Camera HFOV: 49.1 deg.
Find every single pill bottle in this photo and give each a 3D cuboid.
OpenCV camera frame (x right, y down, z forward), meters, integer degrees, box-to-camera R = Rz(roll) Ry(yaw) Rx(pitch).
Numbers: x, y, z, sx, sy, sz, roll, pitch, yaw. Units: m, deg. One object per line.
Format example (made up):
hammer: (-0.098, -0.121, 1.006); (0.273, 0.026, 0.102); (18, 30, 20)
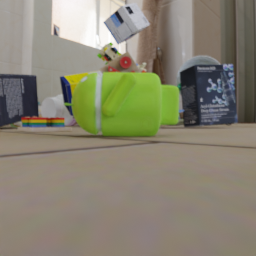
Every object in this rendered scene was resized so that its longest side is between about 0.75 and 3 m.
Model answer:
pill bottle: (-2.697, -0.821, 13.175); (1.456, 1.456, 2.593); (1, 3, 37)

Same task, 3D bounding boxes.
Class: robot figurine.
robot figurine: (-0.089, -0.356, 4.294); (1.671, 0.966, 1.466); (1, 5, -2)

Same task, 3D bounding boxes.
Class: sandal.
sandal: (2.490, -0.537, 13.685); (2.952, 0.842, 1.172); (0, 1, 1)

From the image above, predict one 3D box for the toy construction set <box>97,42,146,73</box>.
toy construction set: (-0.299, -2.401, 10.256); (1.987, 0.915, 1.303); (30, -2, 13)

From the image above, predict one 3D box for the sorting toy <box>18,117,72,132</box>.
sorting toy: (-1.903, -0.088, 6.372); (0.923, 0.323, 0.929); (-1, 1, -38)

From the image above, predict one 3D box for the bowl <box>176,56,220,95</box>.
bowl: (2.603, -1.710, 10.139); (1.695, 1.695, 0.762); (0, 9, 13)

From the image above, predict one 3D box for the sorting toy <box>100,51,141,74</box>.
sorting toy: (-0.178, -1.682, 8.762); (1.063, 1.056, 0.370); (-33, 8, 3)

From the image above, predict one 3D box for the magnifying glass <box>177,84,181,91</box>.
magnifying glass: (1.687, -1.324, 9.802); (1.362, 0.153, 0.542); (-41, 15, 1)

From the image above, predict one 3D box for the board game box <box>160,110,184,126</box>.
board game box: (0.912, -0.205, 9.007); (1.852, 0.361, 1.463); (-11, 5, 31)

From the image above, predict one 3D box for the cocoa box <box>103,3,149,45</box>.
cocoa box: (-0.032, -2.477, 6.644); (0.631, 0.641, 0.962); (-28, 13, 31)

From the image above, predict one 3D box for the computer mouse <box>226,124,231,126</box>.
computer mouse: (4.220, -0.744, 14.586); (2.482, 0.571, 1.743); (1, 28, 26)

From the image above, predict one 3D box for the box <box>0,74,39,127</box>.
box: (-4.329, -0.830, 8.186); (2.420, 1.445, 2.461); (1, 10, 13)

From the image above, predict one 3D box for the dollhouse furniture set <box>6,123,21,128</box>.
dollhouse furniture set: (-4.137, -0.064, 9.690); (0.382, 0.295, 0.763); (-8, -23, 40)

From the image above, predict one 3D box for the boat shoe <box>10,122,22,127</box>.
boat shoe: (-4.796, -0.666, 10.905); (2.805, 0.999, 0.979); (9, 11, 5)

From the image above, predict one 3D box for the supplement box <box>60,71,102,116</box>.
supplement box: (-1.394, -1.492, 11.333); (2.364, 1.295, 1.287); (-13, 28, -18)

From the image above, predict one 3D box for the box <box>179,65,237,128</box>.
box: (2.575, -1.007, 9.059); (1.410, 1.899, 1.017); (-5, -1, -18)
